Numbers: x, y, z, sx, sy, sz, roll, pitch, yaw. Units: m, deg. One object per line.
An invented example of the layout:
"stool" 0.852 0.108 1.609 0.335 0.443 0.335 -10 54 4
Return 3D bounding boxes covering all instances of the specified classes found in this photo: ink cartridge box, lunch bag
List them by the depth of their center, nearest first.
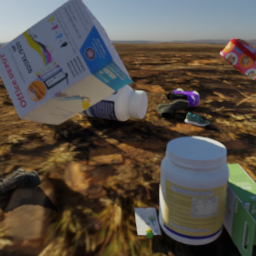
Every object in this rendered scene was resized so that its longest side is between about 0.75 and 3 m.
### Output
"ink cartridge box" 2.343 1.670 5.763 0.599 1.049 2.021 -2 20 -3
"ink cartridge box" -1.553 -1.472 6.949 2.499 1.839 1.807 -30 -11 10
"lunch bag" 3.463 -1.774 7.778 1.645 0.674 1.449 -5 49 -48

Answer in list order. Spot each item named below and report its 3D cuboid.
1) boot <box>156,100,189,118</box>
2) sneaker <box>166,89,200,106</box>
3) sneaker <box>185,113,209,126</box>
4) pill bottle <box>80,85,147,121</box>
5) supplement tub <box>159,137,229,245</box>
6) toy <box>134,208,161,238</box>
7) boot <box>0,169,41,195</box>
"boot" 2.231 -0.840 13.510 1.605 0.622 1.110 -13 24 3
"sneaker" 2.872 -1.553 15.181 1.123 0.785 2.258 -13 18 -23
"sneaker" 3.014 -0.381 12.235 1.063 0.485 0.413 12 23 28
"pill bottle" -0.689 -1.180 12.755 2.941 1.633 1.633 9 22 22
"supplement tub" 1.325 1.244 5.752 1.347 1.853 1.347 0 20 0
"toy" 0.400 2.043 6.009 0.467 0.192 0.812 1 21 -5
"boot" -2.987 1.485 7.336 1.177 0.407 1.024 4 21 35
